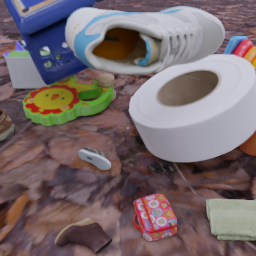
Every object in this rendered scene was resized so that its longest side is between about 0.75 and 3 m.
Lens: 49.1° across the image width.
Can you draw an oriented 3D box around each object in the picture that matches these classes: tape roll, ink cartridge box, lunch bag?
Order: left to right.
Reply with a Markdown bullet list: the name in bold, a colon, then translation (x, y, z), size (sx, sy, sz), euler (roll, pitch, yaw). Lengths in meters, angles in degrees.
- **ink cartridge box**: translation (-4.019, -3.343, 12.433), size (2.667, 0.579, 2.642), euler (-18, 37, -24)
- **ink cartridge box**: translation (-2.951, -2.019, 9.784), size (2.231, 1.158, 0.661), euler (1, 34, 2)
- **lunch bag**: translation (0.431, 1.574, 4.954), size (0.710, 0.330, 0.806), euler (-12, 33, -10)
- **tape roll**: translation (1.521, -0.562, 6.656), size (2.946, 1.030, 2.946), euler (-20, 33, 13)

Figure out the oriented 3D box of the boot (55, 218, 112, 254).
- **boot**: translation (-0.726, 1.825, 4.571), size (0.762, 0.276, 0.634), euler (-23, 37, -37)

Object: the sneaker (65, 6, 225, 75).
- **sneaker**: translation (0.490, -1.431, 4.853), size (2.955, 1.131, 1.194), euler (-9, 37, -19)

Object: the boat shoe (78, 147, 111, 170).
- **boat shoe**: translation (-0.715, 0.653, 6.367), size (0.931, 0.329, 0.296), euler (21, 40, 32)

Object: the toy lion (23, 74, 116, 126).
- **toy lion**: translation (-1.797, -0.868, 8.480), size (2.424, 0.832, 2.323), euler (8, 40, 12)

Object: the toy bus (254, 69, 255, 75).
- **toy bus**: translation (4.043, -1.287, 8.676), size (2.508, 0.982, 0.816), euler (7, 74, 11)

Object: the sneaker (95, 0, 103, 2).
- **sneaker**: translation (-0.953, -3.868, 7.139), size (0.486, 1.315, 0.541), euler (-26, 17, -19)

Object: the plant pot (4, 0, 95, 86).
- **plant pot**: translation (-1.783, -2.691, 7.050), size (2.092, 1.881, 2.092), euler (-29, 58, -7)

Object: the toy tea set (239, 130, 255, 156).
- **toy tea set**: translation (2.744, -0.436, 7.348), size (2.977, 1.102, 1.770), euler (26, 41, 34)

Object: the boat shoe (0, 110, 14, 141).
- **boat shoe**: translation (-3.709, 0.172, 6.737), size (0.773, 0.733, 2.042), euler (15, 35, 22)

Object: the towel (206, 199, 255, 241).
- **towel**: translation (2.000, 1.606, 4.978), size (1.155, 0.211, 0.857), euler (2, 34, 3)

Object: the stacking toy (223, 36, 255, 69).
- **stacking toy**: translation (4.646, -1.907, 9.579), size (2.903, 1.593, 1.685), euler (32, 33, 24)
